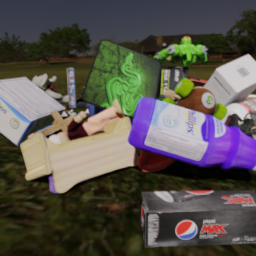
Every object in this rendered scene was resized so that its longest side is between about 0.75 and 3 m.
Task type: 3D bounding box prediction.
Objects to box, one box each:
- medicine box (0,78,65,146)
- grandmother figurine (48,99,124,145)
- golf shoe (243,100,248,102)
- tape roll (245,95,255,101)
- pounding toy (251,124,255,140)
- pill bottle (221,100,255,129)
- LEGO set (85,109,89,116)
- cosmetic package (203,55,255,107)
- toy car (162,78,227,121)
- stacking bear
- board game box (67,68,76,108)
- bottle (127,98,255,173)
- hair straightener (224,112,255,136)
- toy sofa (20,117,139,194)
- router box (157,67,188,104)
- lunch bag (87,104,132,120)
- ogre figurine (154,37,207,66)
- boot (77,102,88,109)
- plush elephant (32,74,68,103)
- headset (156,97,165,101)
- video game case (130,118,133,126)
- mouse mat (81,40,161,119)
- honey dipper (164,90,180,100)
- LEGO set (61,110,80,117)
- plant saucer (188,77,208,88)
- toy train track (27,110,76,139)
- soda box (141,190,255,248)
[{"bbox_3d":[-3.121,-0.564,8.246,1.688,0.954,1.853,38,22,5],"label":"medicine box"},{"bbox_3d":[-1.037,0.068,7.026,2.004,1.215,0.607,-24,33,-1],"label":"grandmother figurine"},{"bbox_3d":[5.090,-0.446,9.990,2.172,0.844,1.026,1,31,12],"label":"golf shoe"},{"bbox_3d":[5.512,-1.020,12.304,3.008,0.550,3.008,0,14,0],"label":"tape roll"},{"bbox_3d":[3.891,0.186,6.943,1.573,0.900,0.903,6,15,23],"label":"pounding toy"},{"bbox_3d":[3.552,-0.334,8.830,1.717,0.951,0.951,-13,19,-37],"label":"pill bottle"},{"bbox_3d":[-0.667,-1.816,10.890,1.218,2.969,1.132,20,-20,48],"label":"LEGO set"},{"bbox_3d":[3.387,-1.315,9.363,1.656,1.021,1.661,-26,-19,-26],"label":"cosmetic package"},{"bbox_3d":[1.702,-0.135,7.220,1.506,1.446,1.833,33,30,-14],"label":"toy car"},{"bbox_3d":[0.713,0.349,6.504,0.893,0.953,1.570,-5,5,8],"label":"stacking bear"},{"bbox_3d":[-2.738,-1.943,13.454,0.309,1.788,1.211,-3,15,-12],"label":"board game box"},{"bbox_3d":[1.231,0.192,4.984,2.404,0.785,1.004,17,39,1],"label":"bottle"},{"bbox_3d":[2.731,0.178,6.849,1.025,0.545,2.663,2,21,33],"label":"hair straightener"},{"bbox_3d":[-0.906,0.554,5.840,2.310,1.127,0.957,-14,-5,-42],"label":"toy sofa"},{"bbox_3d":[1.247,-1.132,9.828,1.515,2.021,0.628,8,14,32],"label":"router box"},{"bbox_3d":[-0.639,-0.422,8.993,1.378,0.911,0.936,-12,-2,33],"label":"lunch bag"},{"bbox_3d":[1.816,-2.375,9.047,1.742,0.854,1.044,18,-7,-6],"label":"ogre figurine"},{"bbox_3d":[-1.966,-0.974,12.841,0.645,0.257,0.782,-7,20,-20],"label":"boot"},{"bbox_3d":[-4.150,-2.030,14.334,1.605,1.508,1.948,14,20,43],"label":"plush elephant"},{"bbox_3d":[1.367,-0.390,8.876,1.630,1.007,0.766,23,-23,-36],"label":"headset"},{"bbox_3d":[-0.234,-0.893,9.591,1.523,1.680,0.301,4,14,18],"label":"video game case"},{"bbox_3d":[-0.078,-1.445,8.212,2.102,0.098,2.612,18,56,-10],"label":"mouse mat"},{"bbox_3d":[1.710,-0.892,8.656,0.292,0.292,1.538,-9,23,-32],"label":"honey dipper"},{"bbox_3d":[-2.351,-0.557,11.088,0.843,0.207,0.630,-5,27,-30],"label":"LEGO set"},{"bbox_3d":[2.296,-1.317,10.849,1.859,0.341,1.855,2,-30,-41],"label":"plant saucer"},{"bbox_3d":[-1.945,-0.006,7.267,1.447,0.830,0.235,-23,22,14],"label":"toy train track"},{"bbox_3d":[1.001,1.197,3.774,1.630,0.516,0.577,0,14,-3],"label":"soda box"}]
